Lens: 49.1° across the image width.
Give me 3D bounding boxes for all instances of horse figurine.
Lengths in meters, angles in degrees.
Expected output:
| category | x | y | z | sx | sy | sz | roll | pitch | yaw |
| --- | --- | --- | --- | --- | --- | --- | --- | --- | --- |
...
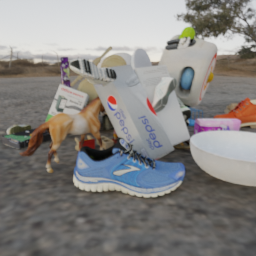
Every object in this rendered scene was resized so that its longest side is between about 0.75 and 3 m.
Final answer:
| category | x | y | z | sx | sy | sz | roll | pitch | yaw |
| --- | --- | --- | --- | --- | --- | --- | --- | --- | --- |
| horse figurine | -1.617 | 0.149 | 8.036 | 2.827 | 1.873 | 0.706 | -13 | 27 | -41 |

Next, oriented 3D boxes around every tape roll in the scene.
| category | x | y | z | sx | sy | sz | roll | pitch | yaw |
| --- | --- | --- | --- | --- | --- | --- | --- | --- | --- |
| tape roll | -0.416 | -2.380 | 13.020 | 1.903 | 1.307 | 1.903 | -20 | -20 | -8 |

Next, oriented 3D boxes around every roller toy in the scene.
| category | x | y | z | sx | sy | sz | roll | pitch | yaw |
| --- | --- | --- | --- | --- | --- | --- | --- | --- | --- |
| roller toy | 2.492 | -2.299 | 11.516 | 2.031 | 2.651 | 2.906 | 21 | -9 | 17 |

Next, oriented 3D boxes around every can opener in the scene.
| category | x | y | z | sx | sy | sz | roll | pitch | yaw |
| --- | --- | --- | --- | --- | --- | --- | --- | --- | --- |
| can opener | 1.552 | -2.525 | 8.549 | 0.410 | 0.325 | 1.233 | 19 | 2 | -28 |

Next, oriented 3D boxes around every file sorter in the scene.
| category | x | y | z | sx | sy | sz | roll | pitch | yaw |
| --- | --- | --- | --- | --- | --- | --- | --- | --- | --- |
| file sorter | 2.944 | -0.570 | 13.482 | 0.789 | 0.697 | 1.137 | -8 | 17 | -27 |

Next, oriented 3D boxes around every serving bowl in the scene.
| category | x | y | z | sx | sy | sz | roll | pitch | yaw |
| --- | --- | --- | --- | --- | --- | --- | --- | --- | --- |
| serving bowl | 3.016 | 0.832 | 7.336 | 2.811 | 0.925 | 2.811 | 1 | 14 | 0 |

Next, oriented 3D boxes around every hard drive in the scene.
| category | x | y | z | sx | sy | sz | roll | pitch | yaw |
| --- | --- | --- | --- | --- | --- | --- | --- | --- | --- |
| hard drive | -3.658 | 0.365 | 10.505 | 1.177 | 0.319 | 1.685 | 10 | 17 | 36 |

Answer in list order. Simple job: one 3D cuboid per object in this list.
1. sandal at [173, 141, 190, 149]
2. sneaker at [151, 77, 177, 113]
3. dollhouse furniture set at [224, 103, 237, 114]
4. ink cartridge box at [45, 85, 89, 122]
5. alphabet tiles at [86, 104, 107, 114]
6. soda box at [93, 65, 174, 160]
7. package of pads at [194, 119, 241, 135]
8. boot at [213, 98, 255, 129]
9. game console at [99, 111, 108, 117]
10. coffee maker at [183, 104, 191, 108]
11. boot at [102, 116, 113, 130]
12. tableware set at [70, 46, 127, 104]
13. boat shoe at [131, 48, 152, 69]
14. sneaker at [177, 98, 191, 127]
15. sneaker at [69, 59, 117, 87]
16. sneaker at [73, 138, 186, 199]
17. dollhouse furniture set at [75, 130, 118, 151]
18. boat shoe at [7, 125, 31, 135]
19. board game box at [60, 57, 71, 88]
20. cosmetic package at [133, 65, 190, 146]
| category | x | y | z | sx | sy | sz | roll | pitch | yaw |
| --- | --- | --- | --- | --- | --- | --- | --- | --- | --- |
| sandal | 1.927 | 0.568 | 9.571 | 0.421 | 0.283 | 1.047 | -4 | 1 | -27 |
| sneaker | 0.990 | -0.991 | 8.424 | 0.483 | 1.205 | 0.424 | 28 | -4 | 43 |
| dollhouse furniture set | 5.584 | -0.637 | 14.617 | 1.578 | 0.904 | 1.851 | -3 | -9 | -15 |
| ink cartridge box | -2.304 | -0.720 | 10.679 | 1.152 | 1.579 | 0.663 | 20 | -2 | -2 |
| alphabet tiles | -0.849 | -0.942 | 12.094 | 2.657 | 0.100 | 2.221 | 10 | 20 | -21 |
| soda box | 0.122 | -0.364 | 8.159 | 0.991 | 2.904 | 0.921 | -16 | -15 | -38 |
| package of pads | 3.198 | 0.141 | 10.107 | 1.566 | 0.943 | 0.592 | 0 | 14 | -1 |
| boot | 4.936 | -0.671 | 12.577 | 2.553 | 1.369 | 0.958 | -5 | 16 | -12 |
| game console | -1.295 | -0.494 | 12.691 | 2.182 | 1.444 | 2.481 | -43 | 10 | 14 |
| coffee maker | 2.350 | -1.284 | 13.977 | 1.555 | 1.047 | 1.493 | -19 | -24 | -22 |
| boot | -0.241 | -0.443 | 12.734 | 1.597 | 0.828 | 2.444 | 3 | 13 | 8 |
| tableware set | -1.014 | -1.911 | 11.239 | 2.367 | 1.565 | 0.474 | -41 | -8 | 9 |
| boat shoe | 0.379 | -1.729 | 10.358 | 0.856 | 2.495 | 0.706 | 9 | -21 | -34 |
| sneaker | 1.901 | -0.522 | 10.836 | 0.806 | 0.929 | 2.096 | -15 | -21 | -7 |
| sneaker | -0.882 | -1.281 | 6.747 | 1.243 | 0.467 | 0.504 | 13 | -31 | -38 |
| sneaker | 0.041 | 0.885 | 6.598 | 2.679 | 1.194 | 1.052 | 3 | 14 | 0 |
| dollhouse furniture set | -0.705 | 0.143 | 9.694 | 2.148 | 1.156 | 0.874 | -10 | 20 | -33 |
| boat shoe | -4.453 | 0.125 | 11.239 | 0.455 | 0.497 | 1.331 | 1 | 4 | 14 |
| board game box | -2.771 | -1.632 | 12.641 | 0.432 | 2.678 | 1.607 | -6 | -7 | -10 |
| cosmetic package | 0.847 | -0.613 | 9.176 | 1.413 | 2.627 | 1.114 | -14 | -3 | -37 |
